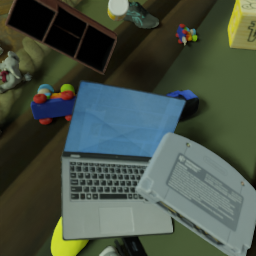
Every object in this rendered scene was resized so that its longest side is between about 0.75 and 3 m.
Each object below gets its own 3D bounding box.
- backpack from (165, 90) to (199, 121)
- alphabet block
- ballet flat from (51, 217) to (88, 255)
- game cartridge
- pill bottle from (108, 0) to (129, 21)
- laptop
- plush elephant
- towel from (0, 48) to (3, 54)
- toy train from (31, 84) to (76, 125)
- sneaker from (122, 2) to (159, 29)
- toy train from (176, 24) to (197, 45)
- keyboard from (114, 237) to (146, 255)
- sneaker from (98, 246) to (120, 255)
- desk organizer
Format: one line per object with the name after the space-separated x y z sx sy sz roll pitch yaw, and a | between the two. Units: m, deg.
1.701 -0.802 8.988 1.016 0.826 0.853 -19 50 -14 | backpack
5.081 -4.235 11.317 1.600 1.571 1.563 7 50 6 | alphabet block
-0.952 1.777 6.793 0.927 0.930 2.775 24 55 23 | ballet flat
1.777 1.470 6.682 2.892 0.585 1.928 36 60 -4 | game cartridge
-0.285 -3.229 7.640 0.525 0.525 0.931 -6 10 -5 | pill bottle
0.035 0.798 6.231 2.694 1.668 2.878 7 60 -25 | laptop
-4.194 -2.007 9.821 1.359 1.052 1.119 -14 52 -11 | plush elephant
-6.583 -3.115 11.048 2.570 0.619 2.200 31 54 23 | towel
-1.892 -0.976 9.148 2.312 0.978 1.338 -8 38 -7 | toy train
0.446 -5.089 12.520 2.065 0.818 0.778 26 54 18 | sneaker
2.525 -3.737 11.634 0.759 0.555 1.311 4 49 -14 | toy train
0.023 2.731 6.333 0.747 0.121 1.176 11 35 -44 | keyboard
-0.583 3.335 5.740 0.962 0.625 1.666 35 58 23 | sneaker
-1.738 -2.734 7.826 2.954 1.059 1.137 23 29 -27 | desk organizer
